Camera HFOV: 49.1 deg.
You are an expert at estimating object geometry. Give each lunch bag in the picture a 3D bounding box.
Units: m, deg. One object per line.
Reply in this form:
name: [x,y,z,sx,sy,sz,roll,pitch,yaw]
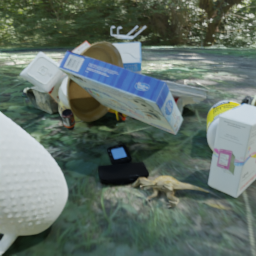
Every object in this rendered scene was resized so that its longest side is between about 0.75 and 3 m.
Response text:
lunch bag: [-3.508,-1.498,12.919,1.929,1.134,1.582,20,33,36]

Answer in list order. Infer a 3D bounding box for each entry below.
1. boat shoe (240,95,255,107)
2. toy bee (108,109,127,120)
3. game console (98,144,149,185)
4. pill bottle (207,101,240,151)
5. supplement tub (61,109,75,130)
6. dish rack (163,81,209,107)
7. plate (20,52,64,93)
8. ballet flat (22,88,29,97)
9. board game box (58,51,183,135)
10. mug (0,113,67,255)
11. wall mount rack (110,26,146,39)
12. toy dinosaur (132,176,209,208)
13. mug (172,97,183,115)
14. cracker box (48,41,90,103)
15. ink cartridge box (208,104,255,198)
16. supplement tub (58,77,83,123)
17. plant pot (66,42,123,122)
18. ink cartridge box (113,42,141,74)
boat shoe: [5.297,-0.986,12.216,0.740,0.805,2.253,2,16,28]
toy bee: [-0.324,-0.783,10.951,2.233,1.214,1.462,16,40,-2]
game console: [-0.258,0.941,7.709,1.232,0.252,2.089,-4,20,-11]
pill bottle: [3.198,-0.097,8.945,1.328,1.328,2.362,5,21,13]
supplement tub: [-2.087,-0.274,9.874,0.414,0.774,0.414,-1,48,1]
dish rack: [1.918,-1.393,12.175,2.615,0.569,2.245,7,-6,-21]
plate: [-2.873,-1.916,9.500,1.144,1.142,0.185,34,-20,1]
ballet flat: [-5.223,-1.861,14.882,0.510,0.510,1.395,-19,27,-41]
board game box: [-0.048,-0.940,8.241,2.976,0.645,2.961,23,-8,23]
mug: [-2.279,1.152,4.795,1.721,2.044,2.331,-11,43,45]
wall mount rack: [-0.007,-3.812,11.153,1.192,0.512,1.372,-6,22,-21]
toy dinosaur: [0.936,1.325,6.311,1.798,0.523,0.909,4,20,12]
mug: [1.611,-1.021,11.895,1.204,1.069,0.803,7,33,30]
cracker box: [-2.215,-2.114,10.973,2.336,0.674,1.565,-38,-13,-6]
ink cartridge box: [2.646,0.510,6.626,0.779,1.839,1.329,23,31,39]
supplement tub: [-1.944,-1.041,10.361,1.229,1.695,1.229,5,63,-11]
plant pot: [-1.102,-1.524,9.291,0.368,2.682,2.682,25,30,30]
ink cartridge box: [-0.272,-2.227,11.487,1.623,0.956,2.819,-3,-20,2]
